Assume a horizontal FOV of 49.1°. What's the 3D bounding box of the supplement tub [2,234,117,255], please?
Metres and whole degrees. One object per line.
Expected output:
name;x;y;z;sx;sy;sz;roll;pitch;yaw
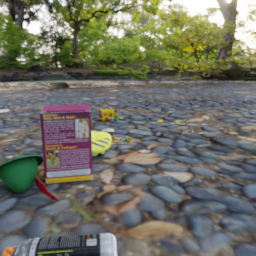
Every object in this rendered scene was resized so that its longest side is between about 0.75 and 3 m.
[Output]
supplement tub;-0.903;1.963;3.819;1.499;0.918;0.918;-1;13;-6

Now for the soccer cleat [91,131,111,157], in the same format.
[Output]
soccer cleat;-1.446;0.430;9.695;0.897;1.161;2.775;8;16;31

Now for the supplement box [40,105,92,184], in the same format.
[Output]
supplement box;-1.714;0.418;7.914;1.325;2.025;1.045;-2;14;-12

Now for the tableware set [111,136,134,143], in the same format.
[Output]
tableware set;-0.312;0.470;11.715;1.019;0.156;0.686;9;17;32

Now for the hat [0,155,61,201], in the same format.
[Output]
hat;-2.595;1.574;7.098;1.336;1.420;1.614;-20;-17;-20

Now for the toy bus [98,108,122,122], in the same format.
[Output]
toy bus;-1.032;-0.790;15.788;1.225;0.671;1.298;3;14;15
